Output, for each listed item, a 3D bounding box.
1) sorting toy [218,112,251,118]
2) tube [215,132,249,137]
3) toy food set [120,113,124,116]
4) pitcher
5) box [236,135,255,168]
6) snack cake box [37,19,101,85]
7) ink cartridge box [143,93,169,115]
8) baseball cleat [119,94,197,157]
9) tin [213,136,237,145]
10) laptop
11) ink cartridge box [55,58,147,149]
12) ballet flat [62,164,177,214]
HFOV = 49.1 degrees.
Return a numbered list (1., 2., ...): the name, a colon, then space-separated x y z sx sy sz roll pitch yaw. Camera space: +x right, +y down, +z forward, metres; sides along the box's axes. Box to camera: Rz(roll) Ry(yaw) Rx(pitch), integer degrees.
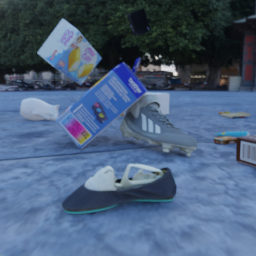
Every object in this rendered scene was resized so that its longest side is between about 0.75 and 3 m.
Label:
1. sorting toy: 5.488 -0.672 14.709 1.135 0.204 1.524 -7 11 -13
2. tube: 3.426 0.234 9.249 1.053 0.265 0.408 2 -4 39
3. toy food set: -0.841 -0.949 15.074 1.289 0.580 0.615 1 10 4
4. pitcher: -4.167 -0.766 13.159 1.697 1.029 1.456 9 17 -14
5. box: 3.438 0.495 6.485 1.734 0.650 0.868 -6 11 -25
6. snack cake box: -2.410 -3.138 12.180 0.997 1.706 2.967 40 3 13
7. ink cartridge box: 1.310 -1.352 15.644 1.608 1.180 1.174 8 12 42
8. baseball cleat: 0.772 -0.193 7.787 0.989 1.510 2.837 17 -2 -43
9. tin: 2.991 0.378 8.559 0.839 0.176 0.470 -5 15 -25
10. laptop: 0.337 -3.452 9.193 0.421 0.723 0.816 -24 20 -5
11. ink cartridge box: -0.630 -0.906 8.563 2.967 1.132 2.024 -39 12 1
12. ballet flat: -0.106 0.869 4.309 1.808 0.660 0.660 -3 10 -15
